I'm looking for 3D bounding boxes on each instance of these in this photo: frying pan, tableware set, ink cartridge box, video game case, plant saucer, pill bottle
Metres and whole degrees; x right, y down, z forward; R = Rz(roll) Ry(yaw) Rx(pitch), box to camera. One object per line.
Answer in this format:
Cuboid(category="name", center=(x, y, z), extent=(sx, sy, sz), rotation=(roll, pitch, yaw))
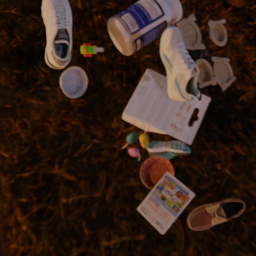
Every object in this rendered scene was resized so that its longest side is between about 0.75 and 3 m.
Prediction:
Cuboid(category="frying pan", center=(2.530, -2.304, 10.153), extent=(1.399, 0.376, 2.313), rotation=(-37, 114, -20))
Cuboid(category="tableware set", center=(2.729, -2.516, 9.429), extent=(2.280, 0.317, 2.730), rotation=(-17, 93, -34))
Cuboid(category="ink cartridge box", center=(1.562, -0.815, 11.588), extent=(2.940, 0.839, 2.389), rotation=(28, 70, 1))
Cuboid(category="video game case", center=(0.822, 1.648, 6.198), extent=(0.796, 0.100, 1.112), rotation=(39, 91, 30))
Cuboid(category="plant saucer", center=(0.679, 1.075, 6.610), extent=(0.799, 0.129, 0.799), rotation=(-3, 70, 7))
Cuboid(category="pill bottle", center=(0.600, -3.705, 9.788), extent=(2.416, 1.398, 1.398), rotation=(-34, 72, -10))

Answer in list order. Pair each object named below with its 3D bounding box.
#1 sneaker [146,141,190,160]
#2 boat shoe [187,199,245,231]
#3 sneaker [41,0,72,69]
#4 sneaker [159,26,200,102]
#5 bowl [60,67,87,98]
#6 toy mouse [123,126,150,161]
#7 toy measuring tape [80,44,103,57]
Cuboid(category="sneaker", center=(1.347, 0.818, 9.335), extent=(1.437, 0.656, 0.558), rotation=(2, 33, 17))
Cuboid(category="boat shoe", center=(3.128, 3.000, 9.914), extent=(2.187, 0.785, 0.828), rotation=(-21, 69, -8))
Cuboid(category="sneaker", center=(-2.183, -3.268, 8.990), extent=(1.012, 1.066, 2.649), rotation=(-6, 93, -22))
Cuboid(category="sneaker", center=(1.592, -1.884, 8.325), extent=(0.923, 2.285, 0.874), rotation=(11, 36, 46))
Cuboid(category="bowl", center=(-1.858, -1.495, 9.083), extent=(0.470, 1.002, 1.002), rotation=(19, 65, 44))
Cuboid(category="toy mouse", center=(0.149, 0.482, 8.322), extent=(0.965, 0.210, 1.085), rotation=(-12, 60, 35))
Cuboid(category="toy measuring tape", center=(-1.200, -2.487, 8.929), extent=(0.443, 1.205, 0.443), rotation=(6, 107, 19))
